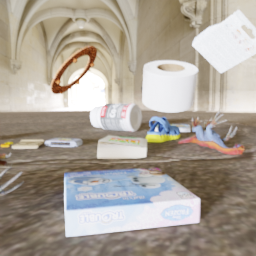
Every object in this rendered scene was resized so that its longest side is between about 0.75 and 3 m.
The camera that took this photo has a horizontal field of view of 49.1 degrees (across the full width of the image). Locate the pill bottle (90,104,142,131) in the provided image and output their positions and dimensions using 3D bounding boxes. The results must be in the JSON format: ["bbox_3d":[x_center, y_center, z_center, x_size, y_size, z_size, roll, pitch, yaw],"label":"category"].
[{"bbox_3d":[-0.817,-0.688,17.645,2.991,1.703,1.703,3,6,31],"label":"pill bottle"}]

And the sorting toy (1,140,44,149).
[{"bbox_3d":[-4.336,0.708,11.558,1.502,0.201,1.119,0,10,-4],"label":"sorting toy"}]

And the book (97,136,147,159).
[{"bbox_3d":[-0.115,0.686,10.347,1.641,0.590,2.457,4,4,3],"label":"book"}]

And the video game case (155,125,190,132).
[{"bbox_3d":[2.872,-0.002,18.017,2.181,0.264,2.396,1,6,11],"label":"video game case"}]

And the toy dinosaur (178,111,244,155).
[{"bbox_3d":[3.395,0.531,10.973,1.412,2.690,2.441,15,35,-18],"label":"toy dinosaur"}]

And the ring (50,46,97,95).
[{"bbox_3d":[-1.418,-1.514,7.604,0.163,1.697,1.697,44,13,5],"label":"ring"}]

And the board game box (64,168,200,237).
[{"bbox_3d":[-0.106,1.209,5.110,2.063,0.447,2.053,-1,7,-13],"label":"board game box"}]

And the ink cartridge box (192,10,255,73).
[{"bbox_3d":[3.424,-2.906,9.465,1.591,0.470,1.988,39,-36,-16],"label":"ink cartridge box"}]

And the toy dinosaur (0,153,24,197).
[{"bbox_3d":[-2.810,1.179,4.696,1.532,2.918,2.648,31,23,-21],"label":"toy dinosaur"}]

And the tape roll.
[{"bbox_3d":[1.481,-1.550,10.156,1.928,1.324,1.928,1,30,-1],"label":"tape roll"}]

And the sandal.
[{"bbox_3d":[1.765,0.026,13.498,1.061,1.162,2.669,1,4,31],"label":"sandal"}]

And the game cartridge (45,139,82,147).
[{"bbox_3d":[-2.717,0.625,11.977,1.390,0.284,0.925,1,2,10],"label":"game cartridge"}]
